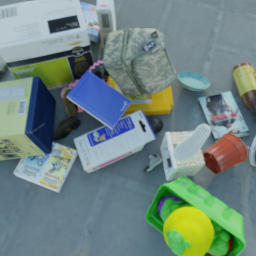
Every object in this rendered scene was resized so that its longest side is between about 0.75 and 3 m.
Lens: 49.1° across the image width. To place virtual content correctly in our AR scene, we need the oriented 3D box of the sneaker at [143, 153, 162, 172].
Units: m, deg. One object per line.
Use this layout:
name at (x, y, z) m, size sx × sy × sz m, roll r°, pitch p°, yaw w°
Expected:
sneaker at (0.770, 1.176, 9.880) m, size 0.832 × 0.312 × 0.481 m, roll -33°, pitch 97°, yaw -28°

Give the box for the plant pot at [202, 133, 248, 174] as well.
plant pot at (3.244, 0.942, 9.596) m, size 1.117 × 1.149 × 1.149 m, roll -29°, pitch 67°, yaw -19°

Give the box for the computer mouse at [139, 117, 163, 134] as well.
computer mouse at (0.631, 0.043, 10.483) m, size 1.557 × 0.411 × 1.078 m, roll -28°, pitch 68°, yaw -13°

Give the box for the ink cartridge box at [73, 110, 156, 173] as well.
ink cartridge box at (-0.479, 0.470, 10.021) m, size 2.738 × 0.508 × 1.296 m, roll -25°, pitch 65°, yaw 1°

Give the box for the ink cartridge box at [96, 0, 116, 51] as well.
ink cartridge box at (-0.923, -5.009, 11.914) m, size 0.676 × 2.185 × 2.695 m, roll -6°, pitch 61°, yaw 0°

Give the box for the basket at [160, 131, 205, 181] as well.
basket at (1.793, 0.964, 9.575) m, size 1.082 × 1.345 × 1.333 m, roll -5°, pitch 63°, yaw -7°

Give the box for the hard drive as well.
hard drive at (-1.006, -1.003, 9.923) m, size 1.930 × 0.245 × 1.273 m, roll 35°, pitch 68°, yaw -4°

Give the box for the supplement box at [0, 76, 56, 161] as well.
supplement box at (-3.963, -0.283, 9.731) m, size 2.309 × 1.552 × 2.312 m, roll -8°, pitch 59°, yaw 7°

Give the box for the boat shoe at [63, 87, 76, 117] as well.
boat shoe at (-2.209, -0.986, 10.272) m, size 0.441 × 1.224 × 0.414 m, roll -24°, pitch 50°, yaw -24°

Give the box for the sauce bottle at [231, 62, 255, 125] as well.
sauce bottle at (4.811, -1.336, 10.962) m, size 0.853 × 0.853 × 2.585 m, roll -8°, pitch 66°, yaw -4°

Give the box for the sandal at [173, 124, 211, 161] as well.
sandal at (1.987, 0.497, 8.574) m, size 1.414 × 0.347 × 0.575 m, roll -43°, pitch 73°, yaw 1°

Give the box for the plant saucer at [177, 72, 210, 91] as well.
plant saucer at (2.605, -1.845, 11.282) m, size 1.343 × 0.241 × 1.343 m, roll 8°, pitch 39°, yaw -7°

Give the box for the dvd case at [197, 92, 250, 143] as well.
dvd case at (3.672, -0.454, 10.854) m, size 1.407 × 0.212 × 1.928 m, roll -12°, pitch 66°, yaw -6°

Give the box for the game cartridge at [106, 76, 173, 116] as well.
game cartridge at (0.308, -1.664, 11.284) m, size 2.828 × 0.459 × 2.493 m, roll -3°, pitch 65°, yaw 1°

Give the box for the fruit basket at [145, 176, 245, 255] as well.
fruit basket at (1.723, 2.880, 7.829) m, size 2.871 × 2.071 × 2.871 m, roll 13°, pitch 36°, yaw -10°

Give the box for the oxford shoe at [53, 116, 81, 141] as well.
oxford shoe at (-2.430, 0.020, 10.540) m, size 1.280 × 0.465 × 0.540 m, roll -37°, pitch 54°, yaw -21°

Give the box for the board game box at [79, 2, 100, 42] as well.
board game box at (-1.956, -4.817, 12.528) m, size 1.594 × 0.386 × 2.107 m, roll 14°, pitch 55°, yaw -7°

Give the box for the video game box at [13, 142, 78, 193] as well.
video game box at (-2.902, 1.244, 9.924) m, size 1.719 × 0.402 × 1.566 m, roll 18°, pitch 68°, yaw 10°

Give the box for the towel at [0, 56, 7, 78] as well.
towel at (-6.521, -2.319, 11.727) m, size 2.467 × 0.426 × 2.375 m, roll 20°, pitch 69°, yaw 7°

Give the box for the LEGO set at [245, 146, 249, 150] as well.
LEGO set at (4.027, 0.832, 10.008) m, size 0.759 × 0.349 × 0.282 m, roll -34°, pitch 99°, yaw -43°

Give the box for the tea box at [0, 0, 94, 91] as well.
tea box at (-2.955, -3.040, 10.587) m, size 2.974 × 2.925 × 1.987 m, roll -14°, pitch 65°, yaw -6°

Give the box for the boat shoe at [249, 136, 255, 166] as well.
boat shoe at (4.816, 0.516, 9.473) m, size 0.700 × 1.979 × 0.899 m, roll 0°, pitch 19°, yaw -34°

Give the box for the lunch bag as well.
lunch bag at (0.509, -2.307, 9.805) m, size 2.025 × 2.415 × 1.683 m, roll -6°, pitch 61°, yaw 21°

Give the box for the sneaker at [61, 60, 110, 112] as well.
sneaker at (-1.298, -1.555, 10.736) m, size 2.577 × 1.018 × 1.229 m, roll -37°, pitch 77°, yaw 14°
